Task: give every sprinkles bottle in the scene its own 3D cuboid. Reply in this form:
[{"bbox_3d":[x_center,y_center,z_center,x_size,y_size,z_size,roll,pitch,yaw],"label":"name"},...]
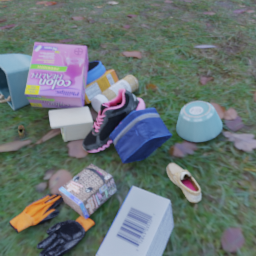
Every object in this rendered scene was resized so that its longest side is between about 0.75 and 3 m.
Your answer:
[{"bbox_3d":[-0.557,-1.565,12.891,0.847,0.847,2.482,28,48,28],"label":"sprinkles bottle"}]

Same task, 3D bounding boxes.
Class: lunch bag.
[{"bbox_3d":[0.329,0.255,9.855,1.377,2.027,1.341,-5,60,-45],"label":"lunch bag"}]

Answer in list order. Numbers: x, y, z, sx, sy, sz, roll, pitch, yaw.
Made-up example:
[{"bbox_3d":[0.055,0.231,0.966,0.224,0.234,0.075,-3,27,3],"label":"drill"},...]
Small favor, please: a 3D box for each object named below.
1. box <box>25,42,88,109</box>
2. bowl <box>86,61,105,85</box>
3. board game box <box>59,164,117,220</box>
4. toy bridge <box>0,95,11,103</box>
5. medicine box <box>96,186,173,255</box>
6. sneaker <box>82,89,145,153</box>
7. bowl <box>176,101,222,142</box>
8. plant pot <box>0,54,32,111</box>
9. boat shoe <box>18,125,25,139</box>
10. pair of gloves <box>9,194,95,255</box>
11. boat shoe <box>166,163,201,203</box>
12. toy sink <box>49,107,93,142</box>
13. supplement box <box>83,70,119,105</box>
[{"bbox_3d":[-2.882,-2.145,11.692,2.169,1.192,2.466,4,70,-3],"label":"box"},{"bbox_3d":[-2.341,-2.573,13.619,2.489,0.488,2.489,-17,26,9],"label":"bowl"},{"bbox_3d":[-1.249,1.954,8.819,1.095,0.665,1.374,21,48,40],"label":"board game box"},{"bbox_3d":[-5.967,-1.373,13.135,1.111,0.151,0.373,12,65,24],"label":"toy bridge"},{"bbox_3d":[0.287,2.703,6.767,1.002,1.947,1.773,18,59,23],"label":"medicine box"},{"bbox_3d":[-0.785,-0.331,10.364,2.864,1.366,1.132,-44,44,2],"label":"sneaker"},{"bbox_3d":[2.797,-0.400,11.207,1.835,0.960,1.835,-10,38,8],"label":"bowl"},{"bbox_3d":[-4.863,-2.326,13.052,1.992,1.956,1.951,-23,46,-31],"label":"plant pot"},{"bbox_3d":[-4.360,0.095,11.464,0.272,0.257,0.757,-17,44,-18],"label":"boat shoe"},{"bbox_3d":[-2.222,2.812,8.263,2.027,0.251,1.806,30,41,27],"label":"pair of gloves"},{"bbox_3d":[1.886,1.704,9.386,0.618,0.580,1.677,-20,45,-22],"label":"boat shoe"},{"bbox_3d":[-2.288,-0.119,11.235,1.600,0.897,1.043,-8,42,-16],"label":"toy sink"},{"bbox_3d":[-1.489,-1.930,13.239,0.764,0.790,2.296,-2,28,47],"label":"supplement box"}]
